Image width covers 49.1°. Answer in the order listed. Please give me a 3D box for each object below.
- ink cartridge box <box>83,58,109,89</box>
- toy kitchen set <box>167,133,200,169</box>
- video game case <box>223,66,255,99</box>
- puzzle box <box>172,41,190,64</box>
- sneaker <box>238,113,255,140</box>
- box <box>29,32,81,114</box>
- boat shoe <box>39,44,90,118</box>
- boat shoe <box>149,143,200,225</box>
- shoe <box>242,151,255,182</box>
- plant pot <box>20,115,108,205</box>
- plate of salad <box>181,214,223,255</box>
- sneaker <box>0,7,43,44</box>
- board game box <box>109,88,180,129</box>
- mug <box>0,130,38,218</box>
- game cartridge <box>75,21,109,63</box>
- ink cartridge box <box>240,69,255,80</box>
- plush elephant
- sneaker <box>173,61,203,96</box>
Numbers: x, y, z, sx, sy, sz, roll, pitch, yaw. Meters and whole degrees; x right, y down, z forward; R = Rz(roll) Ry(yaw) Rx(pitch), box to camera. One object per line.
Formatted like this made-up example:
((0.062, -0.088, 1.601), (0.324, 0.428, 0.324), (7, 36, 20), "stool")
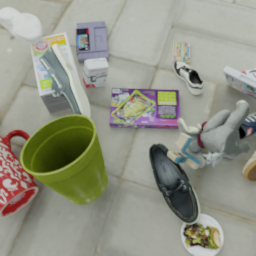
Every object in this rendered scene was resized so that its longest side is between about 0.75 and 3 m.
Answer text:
((-1.232, -2.053, 10.572), (0.811, 1.117, 0.466), (-12, 63, -20), "ink cartridge box")
((1.892, 0.721, 8.665), (0.683, 1.159, 0.928), (40, 109, 32), "toy kitchen set")
((4.372, -1.346, 9.747), (2.090, 2.296, 0.272), (33, 100, 21), "video game case")
((2.244, -3.171, 11.780), (0.716, 0.137, 1.077), (5, 65, 3), "puzzle box")
((4.193, 0.009, 9.715), (2.214, 0.830, 0.936), (-7, 23, 5), "sneaker")
((-2.674, -2.079, 10.584), (1.477, 1.331, 2.625), (-15, 65, -7), "box")
((-2.060, -1.361, 9.071), (0.861, 1.014, 2.785), (-27, 78, 7), "boat shoe")
((1.379, 1.680, 8.893), (1.039, 0.922, 2.781), (-24, 65, 12), "boat shoe")
((4.941, 0.931, 9.570), (2.727, 0.953, 0.728), (-29, 24, -11), "shoe")
((-1.636, 1.148, 8.413), (2.246, 2.163, 2.246), (-12, 41, 11), "plant pot")
((2.257, 3.279, 8.554), (1.280, 0.307, 1.280), (-3, 65, 7), "plate of salad")
((-3.789, -3.554, 10.335), (0.969, 1.139, 2.575), (-42, 56, -15), "sneaker")
((0.633, -0.741, 10.515), (2.586, 0.418, 1.552), (2, 60, 1), "board game box")
((-3.972, 1.211, 8.825), (2.268, 1.704, 2.555), (-43, 75, -6), "mug")
((-1.554, -3.686, 11.923), (1.323, 0.392, 2.041), (-4, 65, -7), "game cartridge")
((4.894, -1.962, 11.080), (0.866, 0.363, 0.625), (-14, 65, -6), "ink cartridge box")
((2.641, 0.308, 9.158), (2.326, 1.916, 1.801), (-34, 32, -29), "plush elephant")
((2.401, -2.116, 10.937), (0.661, 0.766, 1.748), (-29, 66, -11), "sneaker")
